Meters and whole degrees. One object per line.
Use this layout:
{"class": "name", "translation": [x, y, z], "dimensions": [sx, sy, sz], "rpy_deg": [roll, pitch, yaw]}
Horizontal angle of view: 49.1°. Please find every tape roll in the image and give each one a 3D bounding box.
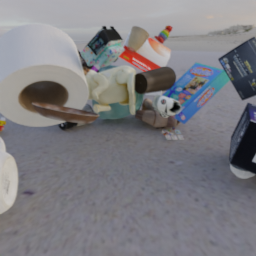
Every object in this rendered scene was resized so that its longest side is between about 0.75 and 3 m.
{"class": "tape roll", "translation": [-2.807, -1.603, 8.981], "dimensions": [2.782, 2.782, 1.910], "rpy_deg": [-8, 56, -19]}

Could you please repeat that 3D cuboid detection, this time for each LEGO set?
{"class": "LEGO set", "translation": [1.950, 0.304, 12.416], "dimensions": [0.768, 0.252, 1.028], "rpy_deg": [0, 30, -8]}

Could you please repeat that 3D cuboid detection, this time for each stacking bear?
{"class": "stacking bear", "translation": [1.610, -4.131, 12.247], "dimensions": [0.454, 0.798, 0.485], "rpy_deg": [38, 1, -36]}

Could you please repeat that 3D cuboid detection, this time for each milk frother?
{"class": "milk frother", "translation": [-2.708, -0.908, 13.431], "dimensions": [1.570, 1.669, 1.507], "rpy_deg": [-18, 23, -39]}

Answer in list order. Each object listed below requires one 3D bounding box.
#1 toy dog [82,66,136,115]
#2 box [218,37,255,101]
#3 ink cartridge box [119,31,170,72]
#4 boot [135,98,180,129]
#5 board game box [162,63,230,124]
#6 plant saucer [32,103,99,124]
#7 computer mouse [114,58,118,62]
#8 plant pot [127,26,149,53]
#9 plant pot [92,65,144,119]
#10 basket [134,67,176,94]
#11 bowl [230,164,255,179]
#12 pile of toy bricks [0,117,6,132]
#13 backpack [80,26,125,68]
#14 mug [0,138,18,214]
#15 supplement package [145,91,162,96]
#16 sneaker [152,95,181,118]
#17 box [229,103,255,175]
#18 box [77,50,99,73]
{"class": "toy dog", "translation": [-0.923, -1.708, 10.796], "dimensions": [2.405, 1.678, 2.332], "rpy_deg": [1, 62, 4]}
{"class": "box", "translation": [3.428, -1.646, 8.005], "dimensions": [0.380, 1.491, 1.176], "rpy_deg": [-32, 2, -29]}
{"class": "ink cartridge box", "translation": [0.831, -3.448, 12.861], "dimensions": [2.212, 0.684, 2.728], "rpy_deg": [29, 33, -10]}
{"class": "boot", "translation": [1.610, -0.669, 14.002], "dimensions": [2.096, 1.007, 2.868], "rpy_deg": [12, 24, 13]}
{"class": "board game box", "translation": [2.528, -1.475, 11.347], "dimensions": [2.514, 0.566, 1.912], "rpy_deg": [-44, 31, -1]}
{"class": "plant saucer", "translation": [-1.497, -0.341, 6.733], "dimensions": [1.592, 0.255, 1.592], "rpy_deg": [10, 6, -1]}
{"class": "computer mouse", "translation": [-1.447, -3.217, 12.825], "dimensions": [2.329, 0.683, 0.396], "rpy_deg": [-13, 41, -27]}
{"class": "plant pot", "translation": [0.347, -3.803, 12.231], "dimensions": [0.846, 0.903, 0.846], "rpy_deg": [27, -5, 2]}
{"class": "plant pot", "translation": [-0.317, -1.683, 13.893], "dimensions": [1.860, 2.776, 2.776], "rpy_deg": [9, 23, 20]}
{"class": "basket", "translation": [0.936, -1.803, 10.828], "dimensions": [1.412, 0.960, 1.273], "rpy_deg": [-19, 3, -42]}
{"class": "bowl", "translation": [3.771, 1.372, 9.175], "dimensions": [0.942, 0.423, 0.942], "rpy_deg": [0, 21, 0]}
{"class": "pile of toy bricks", "translation": [-6.548, 0.023, 12.186], "dimensions": [2.171, 1.204, 1.072], "rpy_deg": [13, 47, -12]}
{"class": "backpack", "translation": [-0.786, -2.350, 8.476], "dimensions": [1.221, 0.919, 1.084], "rpy_deg": [-29, 5, 32]}
{"class": "mug", "translation": [-4.200, 1.107, 7.087], "dimensions": [2.544, 2.142, 2.901], "rpy_deg": [-1, 41, -5]}
{"class": "supplement package", "translation": [1.816, -2.973, 19.531], "dimensions": [1.129, 1.121, 1.488], "rpy_deg": [3, 21, 7]}
{"class": "sneaker", "translation": [1.304, -0.574, 8.487], "dimensions": [0.696, 0.583, 1.574], "rpy_deg": [16, 2, 25]}
{"class": "box", "translation": [4.605, 0.455, 9.072], "dimensions": [2.154, 1.518, 2.910], "rpy_deg": [23, 22, 13]}
{"class": "box", "translation": [-2.447, -2.416, 11.208], "dimensions": [1.623, 2.271, 0.410], "rpy_deg": [-52, 36, -7]}
